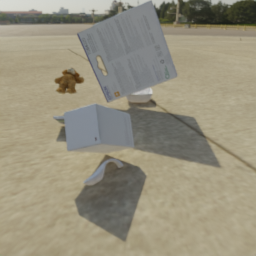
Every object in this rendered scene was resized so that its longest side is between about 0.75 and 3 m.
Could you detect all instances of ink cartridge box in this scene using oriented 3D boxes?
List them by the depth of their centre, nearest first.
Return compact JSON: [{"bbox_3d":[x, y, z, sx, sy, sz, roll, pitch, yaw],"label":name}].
[{"bbox_3d":[0.015,-2.727,10.364,2.882,2.830,0.624,-19,19,13],"label":"ink cartridge box"}]

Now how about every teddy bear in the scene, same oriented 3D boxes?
[{"bbox_3d":[-2.233,-1.773,10.534,1.076,0.495,1.484,10,48,18],"label":"teddy bear"}]

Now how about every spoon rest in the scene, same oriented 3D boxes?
[{"bbox_3d":[-0.522,0.865,5.590,0.908,0.275,0.451,-27,-4,-38],"label":"spoon rest"}]

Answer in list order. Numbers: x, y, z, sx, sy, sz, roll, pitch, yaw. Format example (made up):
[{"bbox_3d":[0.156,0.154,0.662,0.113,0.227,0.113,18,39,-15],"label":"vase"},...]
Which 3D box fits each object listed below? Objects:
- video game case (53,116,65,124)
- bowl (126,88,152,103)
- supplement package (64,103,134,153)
[{"bbox_3d":[-1.788,-0.222,8.640,0.823,0.096,0.748,2,-12,7],"label":"video game case"},{"bbox_3d":[0.426,-1.357,11.621,1.117,0.417,1.115,1,22,0],"label":"bowl"},{"bbox_3d":[-0.625,0.076,6.473,0.890,0.893,1.523,-12,-12,26],"label":"supplement package"}]
